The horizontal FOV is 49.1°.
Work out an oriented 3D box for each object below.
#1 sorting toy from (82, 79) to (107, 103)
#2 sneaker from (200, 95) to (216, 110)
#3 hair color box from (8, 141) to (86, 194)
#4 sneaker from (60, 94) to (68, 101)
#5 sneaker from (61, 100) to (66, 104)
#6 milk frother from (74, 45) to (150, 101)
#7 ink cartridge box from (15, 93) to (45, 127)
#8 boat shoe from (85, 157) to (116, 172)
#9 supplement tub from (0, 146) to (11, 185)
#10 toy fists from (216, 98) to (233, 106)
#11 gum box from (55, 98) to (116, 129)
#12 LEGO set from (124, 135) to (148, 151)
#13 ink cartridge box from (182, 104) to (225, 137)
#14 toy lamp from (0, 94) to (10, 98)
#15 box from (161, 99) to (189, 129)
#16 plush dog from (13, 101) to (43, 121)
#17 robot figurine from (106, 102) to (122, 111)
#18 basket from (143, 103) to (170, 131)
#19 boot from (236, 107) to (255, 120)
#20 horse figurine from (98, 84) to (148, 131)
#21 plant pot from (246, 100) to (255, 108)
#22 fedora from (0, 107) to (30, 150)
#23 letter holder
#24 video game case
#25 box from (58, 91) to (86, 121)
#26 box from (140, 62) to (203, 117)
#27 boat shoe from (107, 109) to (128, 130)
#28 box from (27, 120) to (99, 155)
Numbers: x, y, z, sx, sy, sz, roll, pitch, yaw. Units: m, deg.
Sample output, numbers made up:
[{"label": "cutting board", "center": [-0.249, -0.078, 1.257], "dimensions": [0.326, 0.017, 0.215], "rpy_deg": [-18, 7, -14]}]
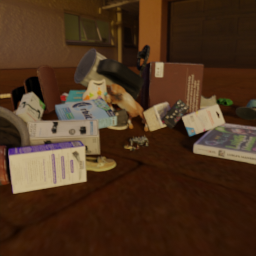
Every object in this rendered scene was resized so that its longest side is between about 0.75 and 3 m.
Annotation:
[{"label": "sorting toy", "center": [-1.078, -1.291, 9.787], "dimensions": [0.914, 0.823, 0.488], "rpy_deg": [-11, 32, -31]}, {"label": "sneaker", "center": [3.410, -1.337, 13.980], "dimensions": [1.983, 0.813, 0.741], "rpy_deg": [3, 16, 10]}, {"label": "hair color box", "center": [-1.743, 0.827, 6.154], "dimensions": [1.571, 0.859, 0.509], "rpy_deg": [-5, 16, -20]}, {"label": "sneaker", "center": [-3.180, -1.368, 14.764], "dimensions": [1.780, 0.685, 0.756], "rpy_deg": [9, 32, 45]}, {"label": "sneaker", "center": [-2.639, -1.222, 13.581], "dimensions": [1.993, 0.807, 0.736], "rpy_deg": [11, 19, 35]}, {"label": "milk frother", "center": [-0.471, -2.508, 11.251], "dimensions": [2.361, 2.510, 2.265], "rpy_deg": [26, -32, -34]}, {"label": "ink cartridge box", "center": [-2.641, -0.463, 7.586], "dimensions": [0.332, 0.587, 0.800], "rpy_deg": [-13, 48, 20]}, {"label": "boat shoe", "center": [-0.865, 0.855, 7.009], "dimensions": [1.110, 0.349, 0.405], "rpy_deg": [0, 16, -1]}, {"label": "supplement tub", "center": [-3.421, 0.877, 5.976], "dimensions": [1.646, 0.880, 0.880], "rpy_deg": [-5, 16, -16]}, {"label": "toy fists", "center": [5.245, -1.420, 15.220], "dimensions": [0.478, 0.322, 0.937], "rpy_deg": [-7, 16, -27]}, {"label": "gum box", "center": [-1.343, -0.405, 8.763], "dimensions": [1.601, 0.357, 1.360], "rpy_deg": [-11, 34, -21]}, {"label": "LEGO set", "center": [0.292, 0.420, 8.679], "dimensions": [0.664, 0.290, 1.023], "rpy_deg": [4, 16, 15]}, {"label": "ink cartridge box", "center": [2.524, -0.264, 9.480], "dimensions": [1.241, 0.714, 0.421], "rpy_deg": [-21, 1, 11]}, {"label": "toy lamp", "center": [-7.180, -1.889, 16.452], "dimensions": [0.581, 0.581, 1.998], "rpy_deg": [14, 20, 42]}, {"label": "box", "center": [1.621, -0.476, 9.719], "dimensions": [0.477, 0.899, 0.549], "rpy_deg": [40, -8, 3]}, {"label": "plush dog", "center": [-3.353, -0.147, 9.604], "dimensions": [1.266, 1.182, 1.474], "rpy_deg": [28, 21, 9]}, {"label": "robot figurine", "center": [-1.015, -0.963, 12.713], "dimensions": [1.959, 0.786, 2.702], "rpy_deg": [7, 18, 24]}, {"label": "basket", "center": [1.146, -0.405, 10.335], "dimensions": [0.842, 0.834, 0.677], "rpy_deg": [-18, -4, -43]}, {"label": "boot", "center": [5.368, -0.671, 12.202], "dimensions": [1.446, 0.522, 1.092], "rpy_deg": [9, 15, 10]}, {"label": "horse figurine", "center": [-0.188, -0.874, 10.501], "dimensions": [2.784, 0.695, 1.845], "rpy_deg": [35, 27, -21]}, {"label": "plant pot", "center": [6.048, -1.032, 13.359], "dimensions": [0.850, 0.572, 0.850], "rpy_deg": [0, 15, 0]}, {"label": "fedora", "center": [-3.284, 0.332, 7.091], "dimensions": [1.811, 1.601, 0.818], "rpy_deg": [26, -9, 3]}, {"label": "letter holder", "center": [-3.728, -1.552, 11.395], "dimensions": [1.292, 1.825, 2.568], "rpy_deg": [-9, 12, 0]}, {"label": "video game case", "center": [3.714, 0.431, 8.538], "dimensions": [2.660, 0.342, 2.926], "rpy_deg": [8, 18, 29]}, {"label": "box", "center": [-1.718, -0.469, 9.833], "dimensions": [1.093, 0.653, 2.656], "rpy_deg": [0, 33, 0]}, {"label": "box", "center": [1.780, -1.711, 12.325], "dimensions": [2.157, 2.179, 2.626], "rpy_deg": [2, 11, -5]}, {"label": "boat shoe", "center": [-1.228, -0.449, 10.876], "dimensions": [2.582, 0.736, 0.863], "rpy_deg": [4, 21, 15]}, {"label": "box", "center": [-1.701, 0.293, 7.565], "dimensions": [1.832, 1.068, 0.551], "rpy_deg": [-3, 59, -5]}]
